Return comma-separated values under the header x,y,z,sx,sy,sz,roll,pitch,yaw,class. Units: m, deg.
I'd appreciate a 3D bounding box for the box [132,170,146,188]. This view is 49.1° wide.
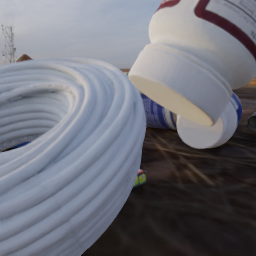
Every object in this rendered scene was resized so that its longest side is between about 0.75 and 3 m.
x,y,z,sx,sy,sz,roll,pitch,yaw,class
-0.264,0.629,3.303,0.896,0.156,0.493,-9,14,-43,box

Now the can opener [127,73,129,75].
x,y,z,sx,sy,sz,roll,pitch,yaw,class
-0.412,-1.544,11.519,2.293,0.767,0.612,-21,31,38,can opener

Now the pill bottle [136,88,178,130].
x,y,z,sx,sy,sz,roll,pitch,yaw,class
0.704,-0.585,7.154,2.120,1.178,1.178,5,11,38,pill bottle

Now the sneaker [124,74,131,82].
x,y,z,sx,sy,sz,roll,pitch,yaw,class
-0.135,-1.334,9.626,0.762,1.196,2.069,-1,-5,-14,sneaker

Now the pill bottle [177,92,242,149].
x,y,z,sx,sy,sz,roll,pitch,yaw,class
1.575,-0.212,5.414,1.057,1.057,1.903,5,14,26,pill bottle

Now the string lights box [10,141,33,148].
x,y,z,sx,sy,sz,roll,pitch,yaw,class
-2.070,-0.047,5.569,2.326,0.686,1.195,0,10,-2,string lights box

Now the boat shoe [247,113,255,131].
x,y,z,sx,sy,sz,roll,pitch,yaw,class
3.298,-0.033,5.607,0.681,0.757,2.140,-3,3,-16,boat shoe

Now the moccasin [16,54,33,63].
x,y,z,sx,sy,sz,roll,pitch,yaw,class
-3.299,-0.985,7.475,0.875,2.268,0.830,42,8,-5,moccasin

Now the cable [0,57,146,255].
x,y,z,sx,sy,sz,roll,pitch,yaw,class
-0.901,0.137,2.147,2.122,0.735,2.122,-22,36,-18,cable

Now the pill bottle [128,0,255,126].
x,y,z,sx,sy,sz,roll,pitch,yaw,class
1.282,-1.534,3.810,1.595,2.793,1.595,32,-2,1,pill bottle
